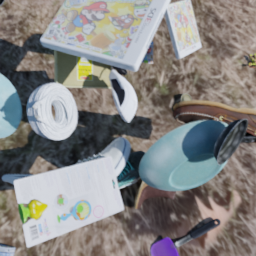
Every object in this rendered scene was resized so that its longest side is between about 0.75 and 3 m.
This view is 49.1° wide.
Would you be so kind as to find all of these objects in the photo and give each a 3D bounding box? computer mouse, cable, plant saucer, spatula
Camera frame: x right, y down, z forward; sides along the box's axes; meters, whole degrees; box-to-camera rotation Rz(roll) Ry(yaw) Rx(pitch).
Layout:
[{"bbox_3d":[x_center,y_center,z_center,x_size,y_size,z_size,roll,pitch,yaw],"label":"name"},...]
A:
[{"bbox_3d":[-0.154,-1.254,8.297,0.550,1.374,2.505,-23,56,10],"label":"computer mouse"},{"bbox_3d":[-2.050,-0.430,7.745,0.548,1.583,1.582,-6,44,25],"label":"cable"},{"bbox_3d":[1.709,1.004,7.596,2.845,2.845,0.548,-16,47,-5],"label":"plant saucer"},{"bbox_3d":[-3.748,-0.633,7.506,0.375,1.948,1.948,-14,69,26],"label":"plant saucer"},{"bbox_3d":[2.006,3.790,9.555,2.654,0.273,0.750,-26,65,-9],"label":"spatula"}]

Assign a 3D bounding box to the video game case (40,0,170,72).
[{"bbox_3d":[-0.570,-2.809,7.266,2.688,0.308,2.446,18,70,16],"label":"video game case"}]

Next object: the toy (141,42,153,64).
[{"bbox_3d":[0.651,-2.709,9.841,0.507,0.208,0.880,6,77,-9],"label":"toy"}]

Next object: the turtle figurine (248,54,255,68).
[{"bbox_3d":[5.408,-2.802,11.808,0.839,0.270,0.676,-15,64,4],"label":"turtle figurine"}]

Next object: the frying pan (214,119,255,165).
[{"bbox_3d":[2.689,0.159,6.811,2.039,1.233,0.332,-28,47,-36],"label":"frying pan"}]

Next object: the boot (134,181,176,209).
[{"bbox_3d":[1.007,2.307,9.922,1.305,0.568,1.569,22,82,-1],"label":"boot"}]

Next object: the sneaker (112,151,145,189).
[{"bbox_3d":[-0.369,1.675,9.778,2.677,1.221,1.039,-36,75,-12],"label":"sneaker"}]

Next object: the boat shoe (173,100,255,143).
[{"bbox_3d":[2.607,-0.135,7.957,2.737,0.964,0.963,7,72,-10],"label":"boat shoe"}]

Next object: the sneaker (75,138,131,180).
[{"bbox_3d":[-0.955,1.165,7.727,2.484,0.879,0.907,-48,41,-4],"label":"sneaker"}]

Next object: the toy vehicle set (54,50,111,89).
[{"bbox_3d":[-1.398,-1.840,8.894,1.837,0.244,1.142,-1,97,-25],"label":"toy vehicle set"}]

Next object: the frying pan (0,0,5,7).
[{"bbox_3d":[-4.106,-3.502,7.928,0.951,0.256,1.572,38,86,5],"label":"frying pan"}]

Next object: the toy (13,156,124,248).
[{"bbox_3d":[-1.417,1.689,6.878,2.538,0.599,1.461,-11,86,-38],"label":"toy"}]

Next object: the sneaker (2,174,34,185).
[{"bbox_3d":[-3.924,1.933,10.109,1.292,0.493,0.520,1,80,2],"label":"sneaker"}]

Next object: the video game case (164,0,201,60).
[{"bbox_3d":[1.733,-3.114,8.776,1.447,0.182,1.591,-35,113,-41],"label":"video game case"}]

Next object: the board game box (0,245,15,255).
[{"bbox_3d":[-4.918,4.311,9.191,2.036,0.628,2.035,8,72,3],"label":"board game box"}]

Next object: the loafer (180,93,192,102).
[{"bbox_3d":[2.379,-0.804,11.029,0.496,0.447,1.310,-8,71,-3],"label":"loafer"}]
